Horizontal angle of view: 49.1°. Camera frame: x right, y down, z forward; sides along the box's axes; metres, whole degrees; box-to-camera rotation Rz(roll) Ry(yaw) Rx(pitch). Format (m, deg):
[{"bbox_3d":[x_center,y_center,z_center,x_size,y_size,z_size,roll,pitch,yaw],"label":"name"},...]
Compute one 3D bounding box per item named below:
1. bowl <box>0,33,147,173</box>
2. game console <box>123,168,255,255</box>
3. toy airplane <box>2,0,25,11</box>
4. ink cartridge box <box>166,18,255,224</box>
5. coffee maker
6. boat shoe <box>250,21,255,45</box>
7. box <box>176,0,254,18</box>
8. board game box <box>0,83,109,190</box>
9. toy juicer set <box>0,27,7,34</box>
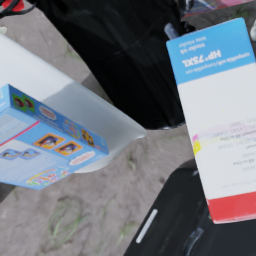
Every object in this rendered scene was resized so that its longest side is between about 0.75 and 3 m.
[{"bbox_3d":[-1.246,-0.181,3.875,2.836,2.836,1.275,34,89,13],"label":"bowl"},{"bbox_3d":[1.402,2.429,5.073,1.732,2.618,2.976,40,69,-16],"label":"game console"},{"bbox_3d":[-2.489,-3.701,5.712,2.492,2.492,0.458,-25,29,-10],"label":"toy airplane"},{"bbox_3d":[1.053,0.154,2.974,0.716,1.236,2.128,-14,86,13],"label":"ink cartridge box"},{"bbox_3d":[-0.122,-1.278,4.290,2.640,1.851,2.748,-39,116,-3],"label":"coffee maker"},{"bbox_3d":[2.717,-1.755,4.971,0.968,0.984,2.729,11,71,8],"label":"boat shoe"},{"bbox_3d":[1.088,-2.954,5.041,1.412,2.984,1.531,-3,100,-33],"label":"box"},{"bbox_3d":[-0.870,0.188,2.413,0.925,1.223,0.224,-28,59,16],"label":"board game box"},{"bbox_3d":[-2.631,-1.264,4.880,1.260,0.802,0.343,-34,97,-22],"label":"toy juicer set"}]
